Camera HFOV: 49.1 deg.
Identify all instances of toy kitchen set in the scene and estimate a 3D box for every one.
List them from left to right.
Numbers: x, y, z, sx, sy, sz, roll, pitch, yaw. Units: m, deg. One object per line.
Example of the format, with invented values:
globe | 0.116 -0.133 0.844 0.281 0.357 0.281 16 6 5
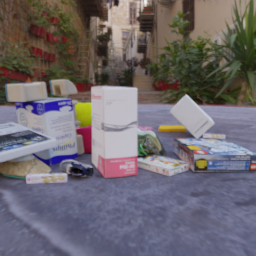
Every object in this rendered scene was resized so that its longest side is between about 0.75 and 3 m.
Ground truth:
toy kitchen set | -2.873 -0.222 9.305 1.530 2.597 2.081 4 14 41

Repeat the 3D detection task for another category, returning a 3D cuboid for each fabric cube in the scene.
fabric cube | -1.221 0.373 10.328 0.938 0.924 0.941 -5 6 29

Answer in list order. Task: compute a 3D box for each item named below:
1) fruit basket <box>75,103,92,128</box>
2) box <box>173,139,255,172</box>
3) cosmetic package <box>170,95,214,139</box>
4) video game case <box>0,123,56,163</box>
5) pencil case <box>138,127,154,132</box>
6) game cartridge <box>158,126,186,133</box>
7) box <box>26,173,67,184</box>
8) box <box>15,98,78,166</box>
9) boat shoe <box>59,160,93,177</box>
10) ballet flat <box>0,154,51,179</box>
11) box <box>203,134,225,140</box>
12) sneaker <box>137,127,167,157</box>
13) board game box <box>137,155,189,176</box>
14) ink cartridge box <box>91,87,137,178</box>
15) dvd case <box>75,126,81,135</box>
fruit basket | -1.232 -0.199 11.659 2.619 1.889 2.619 -6 8 1
box | 2.626 0.807 9.020 1.849 0.539 2.701 1 7 -3
cosmetic package | 3.138 -0.596 13.916 1.146 1.865 1.859 -44 -3 15
video game case | -3.400 0.370 7.230 2.050 0.263 2.255 16 19 34
pencil case | 0.481 0.223 13.242 1.440 0.623 0.596 5 17 30
game cartridge | 2.563 0.067 16.095 1.552 0.252 1.368 -1 7 11
box | -2.010 1.256 6.950 0.979 0.203 0.189 0 7 -7
box | -2.659 0.052 9.080 1.809 1.967 1.032 7 16 43
boat shoe | -1.473 1.059 7.351 1.074 0.401 0.498 3 -7 26
ballet flat | -3.288 0.862 7.547 2.515 0.821 0.887 2 8 11
box | 3.096 0.315 10.106 0.764 0.158 0.148 4 -12 27
sneaker | 0.347 0.695 9.673 1.137 0.986 2.565 -41 26 -16
board game box | 0.956 1.073 8.165 0.861 0.236 1.365 -8 11 -41
ink cartridge box | -0.434 0.025 7.963 0.976 2.358 1.728 -2 8 -18
dvd case | -3.073 0.343 12.237 1.920 0.289 2.629 -3 12 7
